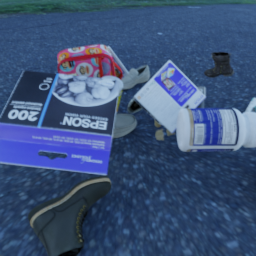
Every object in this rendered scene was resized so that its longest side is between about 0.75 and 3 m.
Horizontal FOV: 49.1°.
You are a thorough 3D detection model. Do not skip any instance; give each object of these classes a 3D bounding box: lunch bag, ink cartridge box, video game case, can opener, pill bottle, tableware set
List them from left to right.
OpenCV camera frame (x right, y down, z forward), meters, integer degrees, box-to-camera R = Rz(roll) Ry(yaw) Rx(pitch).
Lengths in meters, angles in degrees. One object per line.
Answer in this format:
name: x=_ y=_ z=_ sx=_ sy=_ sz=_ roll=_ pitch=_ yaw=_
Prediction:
ink cartridge box: x=-1.702 y=-0.269 z=7.124 sx=2.763 sy=0.605 sz=2.789 roll=6 pitch=52 yaw=-1
lunch bag: x=-1.372 y=-1.814 z=10.826 sx=2.362 sy=2.682 sz=1.099 roll=-11 pitch=46 yaw=-7
video game case: x=-1.221 y=-2.155 z=11.419 sx=2.093 sy=1.499 sz=0.189 roll=-31 pitch=41 yaw=13
pill bottle: x=-0.743 y=-1.047 z=10.368 sx=0.872 sy=1.595 sz=0.872 roll=9 pitch=42 yaw=-8
tableware set: x=1.125 y=-0.030 z=8.920 sx=0.704 sy=0.843 sz=0.098 roll=-21 pitch=-20 yaw=40
ink cartridge box: x=1.204 y=-0.884 z=8.186 sx=1.527 sy=1.541 sz=0.334 roll=-46 pitch=3 yaw=-4
can opener: x=2.510 y=-0.739 z=10.320 sx=0.679 sy=0.852 sz=2.547 roll=-4 pitch=35 yaw=19
pill bottle: x=2.346 y=0.055 z=7.388 sx=1.980 sy=1.146 sz=1.146 roll=0 pitch=32 yaw=-1

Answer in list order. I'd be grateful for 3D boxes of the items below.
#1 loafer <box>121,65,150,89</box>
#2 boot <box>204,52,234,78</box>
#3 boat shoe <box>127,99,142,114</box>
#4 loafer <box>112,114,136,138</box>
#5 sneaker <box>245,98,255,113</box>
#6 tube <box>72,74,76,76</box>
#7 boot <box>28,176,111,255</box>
loafer: x=0.178 y=-2.527 z=13.890 sx=0.819 sy=0.817 sz=2.342 roll=26 pitch=40 yaw=35
boot: x=3.397 y=-2.464 z=10.721 sx=1.292 sy=1.124 sz=0.447 roll=4 pitch=59 yaw=39
boat shoe: x=0.645 y=-1.046 z=9.643 sx=0.605 sy=1.712 sz=0.545 roll=46 pitch=31 yaw=-7
loafer: x=-0.859 y=-0.160 z=9.816 sx=2.684 sy=0.936 sz=0.938 roll=-11 pitch=47 yaw=-29
sneaker: x=5.011 y=-0.477 z=10.685 sx=1.002 sy=0.852 sz=2.197 roll=22 pitch=40 yaw=25
tube: x=-2.314 y=-0.822 z=9.754 sx=0.583 sy=2.246 sz=0.652 roll=13 pitch=33 yaw=-9
boot: x=-1.087 y=2.164 z=6.606 sx=2.133 sy=0.826 sz=1.475 roll=-29 pitch=45 yaw=-18
